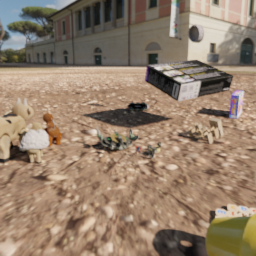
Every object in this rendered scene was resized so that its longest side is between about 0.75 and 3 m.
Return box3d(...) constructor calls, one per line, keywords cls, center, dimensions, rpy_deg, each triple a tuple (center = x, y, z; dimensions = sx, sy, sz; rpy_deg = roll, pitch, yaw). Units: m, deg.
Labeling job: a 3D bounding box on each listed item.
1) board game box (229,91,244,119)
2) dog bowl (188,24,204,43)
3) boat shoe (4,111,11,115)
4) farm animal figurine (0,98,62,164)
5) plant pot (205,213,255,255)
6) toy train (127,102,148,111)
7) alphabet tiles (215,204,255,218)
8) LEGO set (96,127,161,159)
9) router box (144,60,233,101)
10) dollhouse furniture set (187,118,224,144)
box3d(cls="board game box", center=(5.170, -1.134, 13.343), dimensions=(0.360, 1.080, 1.606), rpy_deg=(8, 18, 27))
box3d(cls="dog bowl", center=(2.846, -3.976, 11.810), dimensions=(0.235, 0.802, 0.802), rpy_deg=(-16, 21, -25))
box3d(cls="boat shoe", center=(-4.820, -0.543, 12.397), dimensions=(0.470, 0.469, 1.271), rpy_deg=(20, 24, 37))
box3d(cls="farm animal figurine", center=(-3.670, -0.085, 8.598), dimensions=(2.998, 1.563, 2.965), rpy_deg=(0, 15, 0))
box3d(cls="plant pot", center=(1.608, 1.606, 3.816), dimensions=(0.963, 0.963, 0.906), rpy_deg=(-14, 6, -41))
box3d(cls="toy train", center=(0.519, -1.115, 14.569), dimensions=(1.098, 0.468, 0.626), rpy_deg=(0, 3, 9))
box3d(cls="alphabet tiles", center=(2.076, 1.682, 5.005), dimensions=(1.000, 0.073, 0.978), rpy_deg=(5, 17, 18))
box3d(cls="LEGO set", center=(-0.069, 0.543, 8.603), dimensions=(2.142, 0.607, 1.391), rpy_deg=(28, 31, 35))
box3d(cls="router box", center=(2.359, -1.941, 10.940), dimensions=(2.756, 0.704, 2.055), rpy_deg=(-13, 36, -30))
box3d(cls="dollhouse furniture set", center=(2.817, 0.192, 9.850), dimensions=(1.023, 0.666, 0.940), rpy_deg=(-32, 28, -24))
